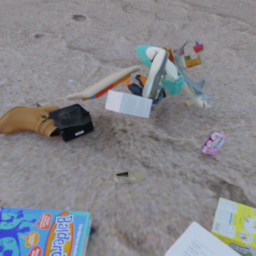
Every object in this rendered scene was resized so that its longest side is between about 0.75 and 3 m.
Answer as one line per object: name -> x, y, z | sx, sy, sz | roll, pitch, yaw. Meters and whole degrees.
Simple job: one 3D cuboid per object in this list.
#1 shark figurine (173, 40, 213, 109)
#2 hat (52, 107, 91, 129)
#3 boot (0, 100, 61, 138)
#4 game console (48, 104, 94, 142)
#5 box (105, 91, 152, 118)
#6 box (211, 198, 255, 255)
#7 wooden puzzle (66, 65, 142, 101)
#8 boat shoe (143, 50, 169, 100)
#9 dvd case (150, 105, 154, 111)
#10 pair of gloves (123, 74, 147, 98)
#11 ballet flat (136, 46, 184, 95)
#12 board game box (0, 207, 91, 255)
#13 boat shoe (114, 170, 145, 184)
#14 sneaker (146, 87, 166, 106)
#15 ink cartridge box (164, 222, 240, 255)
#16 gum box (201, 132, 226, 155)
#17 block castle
shark figurine -> 2.769, -2.103, 12.123 | 1.218, 1.744, 2.918 | -28, 88, -14
hat -> -2.083, -0.447, 10.156 | 1.408, 0.568, 1.408 | -7, 17, 2
boot -> -3.679, -0.126, 11.077 | 2.635, 0.971, 2.039 | -33, 53, -30
game console -> -2.261, -0.230, 11.224 | 1.410, 1.240, 0.820 | -24, 15, -33
box -> 0.011, -0.777, 9.268 | 1.206, 0.642, 0.919 | 9, 7, -35
box -> 3.517, 2.892, 7.750 | 2.240, 0.542, 1.314 | 14, 41, 20
wooden puzzle -> -0.958, -1.603, 10.731 | 2.544, 0.474, 2.353 | -30, 15, -21
boat shoe -> 1.132, -1.977, 10.592 | 0.575, 1.923, 0.687 | 13, 23, -18
dvd case -> 0.885, -1.114, 12.923 | 0.661, 0.071, 0.889 | 9, 40, 11
pair of gloves -> 0.626, -1.869, 12.991 | 1.487, 0.206, 1.670 | 49, 41, 9
ballet flat -> 1.414, -2.727, 11.838 | 0.992, 1.037, 2.947 | -25, 68, -25
board game box -> -2.448, 3.156, 7.360 | 2.655, 0.597, 2.019 | 2, 40, 3
boat shoe -> 0.073, 1.617, 9.416 | 1.068, 0.344, 0.380 | -9, 41, -11
sneaker -> 1.099, -1.182, 12.232 | 1.371, 0.562, 0.502 | -37, 38, -3
ink cartridge box -> 1.193, 3.821, 5.413 | 2.039, 2.049, 2.793 | 31, 49, 32
gum box -> 3.101, 0.596, 10.206 | 0.488, 0.860, 0.284 | 13, 28, -30
block castle -> 2.236, -3.359, 13.665 | 1.771, 1.243, 2.650 | -19, 7, -29
